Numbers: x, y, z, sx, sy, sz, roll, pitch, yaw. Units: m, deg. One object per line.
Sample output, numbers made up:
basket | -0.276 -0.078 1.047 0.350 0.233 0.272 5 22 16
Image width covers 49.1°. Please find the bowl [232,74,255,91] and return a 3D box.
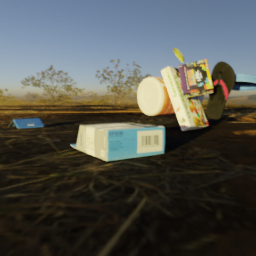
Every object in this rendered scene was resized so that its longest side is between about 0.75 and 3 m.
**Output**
bowl | 4.521 -1.817 11.271 1.646 0.323 1.646 7 -4 0

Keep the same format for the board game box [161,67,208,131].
board game box | 2.282 -1.165 11.236 0.439 2.537 1.602 -26 -13 38

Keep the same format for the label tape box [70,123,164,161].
label tape box | -0.351 0.228 6.862 1.516 0.699 2.116 -4 9 -32

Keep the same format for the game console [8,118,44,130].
game console | -4.375 -0.054 12.050 1.171 0.693 0.999 -6 40 -41

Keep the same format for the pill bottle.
pill bottle | 2.017 -1.457 12.734 2.960 1.660 1.660 -6 9 -35

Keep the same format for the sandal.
sandal | 3.434 -1.310 10.639 0.894 2.380 0.536 21 36 28

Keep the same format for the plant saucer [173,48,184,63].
plant saucer | 2.412 -3.446 13.237 0.134 0.861 0.861 -37 4 5

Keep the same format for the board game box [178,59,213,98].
board game box | 2.510 -1.844 10.470 1.090 1.318 0.374 -10 -27 12
